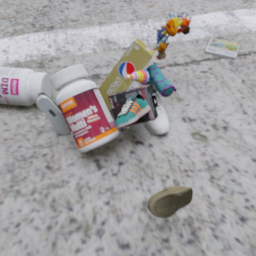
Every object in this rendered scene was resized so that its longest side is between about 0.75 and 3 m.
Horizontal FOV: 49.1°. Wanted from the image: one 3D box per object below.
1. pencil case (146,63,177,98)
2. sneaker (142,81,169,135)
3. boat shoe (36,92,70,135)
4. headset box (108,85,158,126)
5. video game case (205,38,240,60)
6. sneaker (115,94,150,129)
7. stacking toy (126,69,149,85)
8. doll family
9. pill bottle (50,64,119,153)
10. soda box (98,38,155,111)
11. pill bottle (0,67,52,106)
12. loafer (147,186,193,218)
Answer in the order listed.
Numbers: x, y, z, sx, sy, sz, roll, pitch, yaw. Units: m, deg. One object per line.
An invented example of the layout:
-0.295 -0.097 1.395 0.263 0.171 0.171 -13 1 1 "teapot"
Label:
1.187 -1.784 10.498 0.653 0.601 1.413 -11 53 -26 "pencil case"
0.980 -0.822 10.980 0.953 1.004 2.494 -11 51 -9 "sneaker"
-2.679 -0.535 10.274 0.648 1.834 0.584 -27 36 2 "boat shoe"
0.250 -0.741 9.494 1.558 1.160 0.602 -10 14 22 "headset box"
4.983 -4.179 14.757 1.571 0.180 1.430 18 49 17 "video game case"
0.037 -0.521 8.434 0.601 0.673 1.684 -24 9 38 "sneaker"
0.255 -1.684 9.218 0.809 0.444 0.470 -8 81 -39 "stacking toy"
1.434 -3.486 10.544 0.952 2.114 1.312 22 47 -24 "doll family"
-1.525 -0.660 9.618 1.503 1.503 2.743 -27 93 -23 "pill bottle"
-0.215 -1.955 10.573 0.895 2.796 0.947 37 27 -7 "soda box"
-4.624 -1.697 11.494 2.662 1.509 1.509 4 47 5 "pill bottle"
0.893 1.627 6.288 1.471 0.559 0.496 1 2 -45 "loafer"
